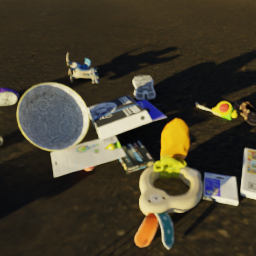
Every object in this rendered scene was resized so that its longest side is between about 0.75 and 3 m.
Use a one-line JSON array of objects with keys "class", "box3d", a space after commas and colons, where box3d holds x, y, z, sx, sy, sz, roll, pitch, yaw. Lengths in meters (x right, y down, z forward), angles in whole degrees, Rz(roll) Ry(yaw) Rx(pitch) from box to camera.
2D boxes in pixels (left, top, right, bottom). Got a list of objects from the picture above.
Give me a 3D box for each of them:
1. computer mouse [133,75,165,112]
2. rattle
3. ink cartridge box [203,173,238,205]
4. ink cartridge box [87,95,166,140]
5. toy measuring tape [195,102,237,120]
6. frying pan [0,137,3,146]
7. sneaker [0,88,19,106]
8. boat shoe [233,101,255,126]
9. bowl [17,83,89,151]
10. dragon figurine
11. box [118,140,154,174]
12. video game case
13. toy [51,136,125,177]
[{"class": "computer mouse", "box3d": [0.809, -1.538, 12.987, 1.498, 0.599, 2.733, -5, 40, 1]}, {"class": "rattle", "box3d": [1.080, 1.437, 7.473, 1.899, 2.083, 2.916, 32, 38, 16]}, {"class": "ink cartridge box", "box3d": [2.760, 1.814, 8.417, 0.961, 0.211, 0.970, 8, 38, 11]}, {"class": "ink cartridge box", "box3d": [-0.157, -0.602, 10.835, 2.544, 0.552, 2.521, -18, 24, -10]}, {"class": "toy measuring tape", "box3d": [3.805, -0.902, 11.945, 1.826, 0.672, 0.672, 27, 43, 34]}, {"class": "frying pan", "box3d": [-5.060, 0.756, 9.936, 0.893, 0.240, 1.477, 7, 37, 11]}, {"class": "sneaker", "box3d": [-6.039, -1.445, 12.784, 2.105, 0.732, 1.047, 1, 27, -5]}, {"class": "boat shoe", "box3d": [5.045, -0.776, 11.849, 0.586, 0.585, 1.665, -8, 34, -9]}, {"class": "bowl", "box3d": [-2.695, -0.258, 9.788, 2.386, 2.386, 1.120, -27, 0, -33]}, {"class": "dragon figurine", "box3d": [-2.460, -3.174, 15.038, 1.486, 0.880, 2.990, -11, 37, -15]}, {"class": "box", "box3d": [0.188, 0.957, 9.588, 0.991, 0.287, 1.247, -13, 37, -18]}, {"class": "video game case", "box3d": [4.800, 1.597, 8.701, 2.358, 0.270, 2.146, 12, 37, 18]}, {"class": "toy", "box3d": [-1.309, 1.021, 9.240, 2.268, 0.535, 1.306, -18, 33, -10]}]
